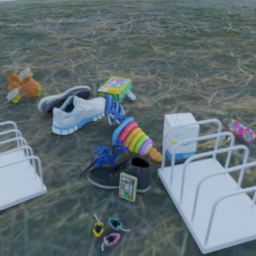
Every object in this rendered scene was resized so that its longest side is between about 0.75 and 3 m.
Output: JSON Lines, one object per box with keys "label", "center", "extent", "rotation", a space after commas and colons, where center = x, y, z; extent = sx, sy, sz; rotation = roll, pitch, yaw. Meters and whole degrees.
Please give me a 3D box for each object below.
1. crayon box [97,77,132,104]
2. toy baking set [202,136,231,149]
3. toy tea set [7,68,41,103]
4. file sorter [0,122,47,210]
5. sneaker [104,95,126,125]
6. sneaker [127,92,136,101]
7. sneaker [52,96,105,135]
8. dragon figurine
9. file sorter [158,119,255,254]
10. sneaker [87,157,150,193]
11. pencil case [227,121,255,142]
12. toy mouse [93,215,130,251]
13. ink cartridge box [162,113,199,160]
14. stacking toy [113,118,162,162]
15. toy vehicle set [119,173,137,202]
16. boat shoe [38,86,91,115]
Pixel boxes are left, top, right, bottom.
{"label": "crayon box", "center": [-0.632, -1.884, 13.801], "extent": [1.105, 0.542, 1.861], "rotation": [11, 35, 17]}
{"label": "toy baking set", "center": [3.204, 0.479, 10.015], "extent": [1.227, 0.143, 0.942], "rotation": [-17, 8, 8]}
{"label": "toy tea set", "center": [-5.204, -2.062, 14.056], "extent": [1.584, 0.986, 2.663], "rotation": [-35, 41, 1]}
{"label": "file sorter", "center": [-3.683, 1.029, 8.352], "extent": [1.590, 1.427, 2.291], "rotation": [-18, 38, -32]}
{"label": "sneaker", "center": [-0.510, -0.700, 10.817], "extent": [0.735, 1.788, 0.661], "rotation": [2, 65, 9]}
{"label": "sneaker", "center": [0.088, -1.537, 13.518], "extent": [0.277, 0.286, 0.782], "rotation": [-26, 33, -15]}
{"label": "sneaker", "center": [-1.913, -0.824, 11.537], "extent": [1.084, 1.253, 2.892], "rotation": [19, 36, 29]}
{"label": "dragon figurine", "center": [-0.815, 0.932, 8.901], "extent": [1.788, 0.889, 0.526], "rotation": [-15, 39, 0]}
{"label": "file sorter", "center": [2.337, 1.348, 7.604], "extent": [2.053, 1.842, 2.958], "rotation": [-9, 34, -14]}
{"label": "sneaker", "center": [-0.270, 1.256, 8.375], "extent": [1.940, 1.030, 0.725], "rotation": [6, 37, 6]}
{"label": "pencil case", "center": [4.331, 0.132, 10.711], "extent": [0.483, 0.483, 1.092], "rotation": [-17, 36, -24]}
{"label": "toy mouse", "center": [-0.412, 2.647, 7.081], "extent": [0.926, 0.202, 1.042], "rotation": [-2, 33, -2]}
{"label": "ink cartridge box", "center": [1.797, 0.287, 9.722], "extent": [0.944, 1.305, 0.961], "rotation": [-4, 33, -7]}
{"label": "stacking toy", "center": [0.442, 0.561, 9.665], "extent": [1.819, 1.056, 0.998], "rotation": [34, 53, 20]}
{"label": "toy vehicle set", "center": [-0.007, 1.702, 8.022], "extent": [0.481, 0.774, 0.103], "rotation": [15, 26, 23]}
{"label": "boat shoe", "center": [-2.659, -1.136, 12.386], "extent": [2.511, 0.903, 0.814], "rotation": [-21, 46, -29]}
